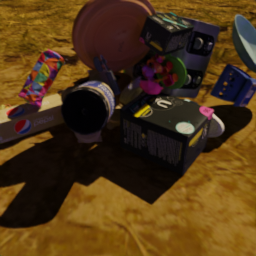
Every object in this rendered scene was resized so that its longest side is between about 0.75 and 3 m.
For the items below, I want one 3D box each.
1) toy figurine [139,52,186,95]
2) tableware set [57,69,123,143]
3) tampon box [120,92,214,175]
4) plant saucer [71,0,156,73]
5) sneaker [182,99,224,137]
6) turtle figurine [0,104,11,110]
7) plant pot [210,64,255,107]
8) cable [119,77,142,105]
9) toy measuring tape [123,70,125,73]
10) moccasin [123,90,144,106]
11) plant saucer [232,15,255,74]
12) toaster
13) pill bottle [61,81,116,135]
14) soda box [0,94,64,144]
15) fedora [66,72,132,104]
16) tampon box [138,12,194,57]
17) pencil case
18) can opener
[{"bbox_3d":[0.875,-1.659,8.613,1.144,1.524,1.403,-11,18,48],"label":"toy figurine"},{"bbox_3d":[-1.075,-0.700,9.006,1.901,2.276,0.264,-22,4,-3],"label":"tableware set"},{"bbox_3d":[1.107,0.021,8.439,2.242,1.416,1.681,23,41,28],"label":"tampon box"},{"bbox_3d":[-0.334,-2.795,8.556,2.733,2.733,0.441,-13,52,-17],"label":"plant saucer"},{"bbox_3d":[2.391,-0.490,9.585,0.967,0.872,2.360,-20,40,-35],"label":"sneaker"},{"bbox_3d":[-4.737,-0.599,10.186,0.941,0.376,1.167,-11,37,-15],"label":"turtle figurine"},{"bbox_3d":[3.676,-1.356,9.493,1.067,1.187,1.187,39,26,30],"label":"plant pot"},{"bbox_3d":[0.125,-1.206,9.614,0.339,0.981,0.980,42,47,11],"label":"cable"},{"bbox_3d":[0.386,-3.195,11.586,1.100,2.989,1.100,3,58,-4],"label":"toy measuring tape"},{"bbox_3d":[0.159,-1.077,10.438,0.743,0.784,2.031,-16,32,29],"label":"moccasin"},{"bbox_3d":[4.413,-2.821,10.127,0.505,2.621,2.621,-31,14,41],"label":"plant saucer"},{"bbox_3d":[1.466,-2.814,10.394,2.986,2.700,1.772,31,25,36],"label":"toaster"},{"bbox_3d":[-0.966,-0.650,7.630,1.196,1.196,2.138,3,16,4],"label":"pill bottle"},{"bbox_3d":[-3.313,-0.351,9.498,2.445,0.783,0.828,-22,41,-26],"label":"soda box"},{"bbox_3d":[-1.084,-1.235,10.324,2.625,1.071,2.625,-11,27,6],"label":"fedora"},{"bbox_3d":[1.136,-2.798,8.313,0.947,0.798,1.264,42,45,20],"label":"tampon box"},{"bbox_3d":[-2.790,-1.638,9.207,0.856,0.856,1.938,25,81,30],"label":"pencil case"},{"bbox_3d":[-0.627,-1.507,8.139,0.413,1.236,0.330,-20,12,9],"label":"can opener"}]
